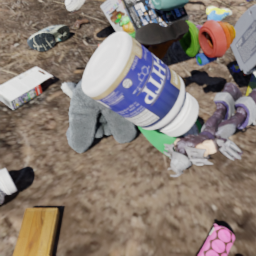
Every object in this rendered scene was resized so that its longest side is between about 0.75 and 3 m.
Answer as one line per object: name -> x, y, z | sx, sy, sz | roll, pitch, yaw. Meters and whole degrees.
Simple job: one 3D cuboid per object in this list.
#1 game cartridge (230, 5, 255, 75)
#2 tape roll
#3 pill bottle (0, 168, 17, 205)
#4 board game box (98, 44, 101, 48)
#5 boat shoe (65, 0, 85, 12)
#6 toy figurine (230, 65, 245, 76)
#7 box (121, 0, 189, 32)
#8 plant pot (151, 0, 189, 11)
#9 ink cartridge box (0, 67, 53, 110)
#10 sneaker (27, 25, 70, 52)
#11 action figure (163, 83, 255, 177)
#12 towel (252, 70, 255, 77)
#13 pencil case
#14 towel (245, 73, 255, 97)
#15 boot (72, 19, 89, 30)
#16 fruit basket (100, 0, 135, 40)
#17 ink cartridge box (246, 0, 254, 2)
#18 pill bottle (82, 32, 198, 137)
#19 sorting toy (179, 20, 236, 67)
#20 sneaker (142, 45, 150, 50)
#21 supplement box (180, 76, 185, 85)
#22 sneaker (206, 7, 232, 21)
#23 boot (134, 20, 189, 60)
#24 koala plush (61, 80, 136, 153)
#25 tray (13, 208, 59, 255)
game cartridge -> 3.665, -2.601, 8.189 | 0.450, 2.200, 1.464 | -22, 81, -3
tape roll -> 1.256, -0.177, 8.405 | 2.510, 0.603, 2.510 | 31, 33, -22
pill bottle -> -3.883, 1.757, 7.298 | 1.718, 0.964, 0.964 | -28, 53, -23
board game box -> -0.871, -3.495, 12.657 | 0.720, 0.220, 0.950 | -16, 49, -14
boat shoe -> -1.786, -5.466, 10.255 | 0.881, 2.571, 0.926 | 5, 56, -43
toy figurine -> 4.551, -2.578, 11.649 | 0.585, 0.515, 0.976 | 0, 46, 7
box -> 0.827, -3.836, 8.980 | 1.693, 0.424, 1.706 | -25, 89, 2
plant pot -> 1.115, -3.857, 8.011 | 0.828, 1.032, 1.032 | -28, 53, -15
ink cartridge box -> -3.913, -1.553, 10.694 | 1.061, 0.490, 1.947 | 31, 53, 26
sneaker -> -3.796, -4.197, 13.052 | 0.940, 0.846, 2.179 | 23, 43, 35
action figure -> 1.960, 0.150, 6.383 | 2.858, 0.992, 1.860 | -40, 26, -17
towel -> 4.340, -2.334, 8.976 | 1.075, 0.221, 1.441 | -32, 67, 25
pencil case -> 1.990, 2.888, 6.570 | 0.566, 0.548, 1.208 | 47, 56, -2
towel -> 5.587, -1.500, 10.782 | 1.858, 0.295, 2.587 | 17, 49, 16
boot -> -2.434, -5.266, 14.277 | 0.706, 0.243, 0.757 | -2, 43, 16
fruit basket -> 0.270, -4.023, 9.858 | 1.865, 2.013, 0.944 | -39, 52, 1
ink cartridge box -> 4.109, -4.275, 8.619 | 1.072, 1.069, 0.218 | -14, 87, -2
pill bottle -> 0.335, -0.730, 5.630 | 2.233, 1.337, 1.337 | 30, 37, -32
sorting toy -> 2.073, -2.253, 7.163 | 0.782, 1.145, 1.906 | -24, 27, -10
sneaker -> 0.483, -3.812, 12.741 | 1.442, 0.581, 0.602 | 6, 53, 5
supplement box -> 1.801, -1.659, 10.830 | 0.752, 0.415, 0.322 | -21, 51, -18
sneaker -> 3.547, -4.355, 11.019 | 1.204, 0.632, 0.456 | -1, 9, -23
boot -> 0.587, -2.098, 7.150 | 1.479, 1.571, 0.538 | -27, 87, -24
koala plush -> -1.059, -0.924, 9.157 | 2.239, 2.320, 2.525 | -10, 36, -10
tray -> -2.253, 2.799, 6.791 | 0.842, 0.316, 1.707 | 0, 46, 0
